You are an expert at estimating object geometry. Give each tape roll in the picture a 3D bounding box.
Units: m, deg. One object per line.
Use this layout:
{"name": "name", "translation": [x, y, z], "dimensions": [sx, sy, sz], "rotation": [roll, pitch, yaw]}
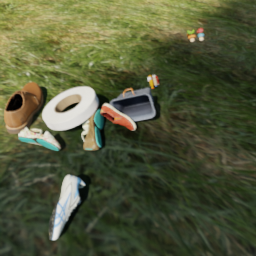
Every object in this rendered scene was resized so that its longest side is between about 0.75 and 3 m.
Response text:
{"name": "tape roll", "translation": [-2.098, -0.742, 10.161], "dimensions": [2.109, 0.385, 2.109], "rotation": [-15, 39, 13]}

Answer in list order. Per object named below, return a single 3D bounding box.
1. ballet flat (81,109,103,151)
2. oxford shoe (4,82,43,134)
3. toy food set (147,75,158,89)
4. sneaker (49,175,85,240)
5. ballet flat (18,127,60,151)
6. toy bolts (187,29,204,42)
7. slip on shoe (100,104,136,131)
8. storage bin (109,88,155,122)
{"name": "ballet flat", "translation": [-1.255, 0.066, 9.621], "dimensions": [0.695, 0.651, 1.920], "rotation": [-17, 42, 13]}
{"name": "oxford shoe", "translation": [-3.899, -1.067, 10.585], "dimensions": [1.032, 1.031, 2.892], "rotation": [-3, 38, -1]}
{"name": "toy food set", "translation": [1.104, -2.041, 12.348], "dimensions": [0.423, 0.398, 0.885], "rotation": [-15, 22, 3]}
{"name": "sneaker", "translation": [-1.564, 2.015, 7.200], "dimensions": [0.642, 0.637, 1.772], "rotation": [23, 46, -10]}
{"name": "ballet flat", "translation": [-2.875, 0.309, 9.194], "dimensions": [1.584, 0.599, 0.506], "rotation": [14, 62, 14]}
{"name": "toy bolts", "translation": [3.865, -5.230, 16.114], "dimensions": [0.943, 0.654, 0.901], "rotation": [-10, -1, 2]}
{"name": "slip on shoe", "translation": [-0.361, -0.297, 9.824], "dimensions": [1.403, 0.520, 0.429], "rotation": [33, 63, -3]}
{"name": "storage bin", "translation": [0.209, -0.959, 10.258], "dimensions": [1.541, 1.122, 1.035], "rotation": [-11, 26, 18]}
